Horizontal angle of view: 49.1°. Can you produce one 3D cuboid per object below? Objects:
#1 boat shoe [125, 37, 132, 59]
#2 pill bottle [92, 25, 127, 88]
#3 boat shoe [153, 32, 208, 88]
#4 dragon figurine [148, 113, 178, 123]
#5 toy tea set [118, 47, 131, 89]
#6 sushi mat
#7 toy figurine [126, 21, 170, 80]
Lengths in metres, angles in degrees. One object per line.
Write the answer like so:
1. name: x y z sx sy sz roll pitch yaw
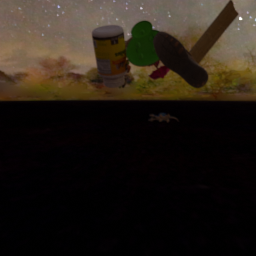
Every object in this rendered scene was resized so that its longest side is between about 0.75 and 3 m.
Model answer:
1. boat shoe: -0.340 -4.154 15.180 2.333 0.839 0.756 -47 19 -28
2. pill bottle: -0.733 -3.014 11.979 1.329 2.433 1.329 -5 34 3
3. boat shoe: 1.311 -1.746 7.225 0.681 1.798 0.645 -40 19 19
4. dragon figurine: 1.695 -0.495 13.635 1.407 0.414 0.700 -3 8 -13
5. toy tea set: -0.376 -2.972 13.808 0.772 2.085 1.240 17 -2 -20
6. sushi mat: 3.285 -3.619 11.192 0.170 2.816 1.347 46 18 24
7. toy figurine: 1.049 -3.124 12.293 1.752 2.334 2.148 -20 -27 15
